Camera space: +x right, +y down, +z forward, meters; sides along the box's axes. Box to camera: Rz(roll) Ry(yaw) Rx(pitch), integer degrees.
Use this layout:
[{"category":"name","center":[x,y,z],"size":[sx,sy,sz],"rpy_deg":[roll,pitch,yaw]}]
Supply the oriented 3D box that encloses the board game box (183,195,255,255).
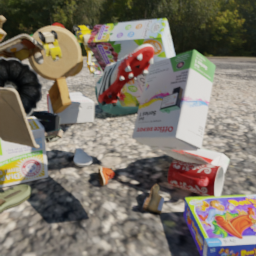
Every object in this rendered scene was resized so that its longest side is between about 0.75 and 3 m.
[{"category":"board game box","center":[2.629,2.154,6.118],"size":[2.451,0.549,1.648],"rpy_deg":[-2,19,-5]}]

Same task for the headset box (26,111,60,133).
[{"category":"headset box","center":[-3.896,-0.262,12.105],"size":[1.498,0.798,1.720],"rpy_deg":[4,7,-33]}]

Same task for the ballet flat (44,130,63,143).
[{"category":"ballet flat","center":[-3.322,0.380,11.477],"size":[1.289,0.433,0.439],"rpy_deg":[-12,-22,-7]}]

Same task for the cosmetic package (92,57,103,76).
[{"category":"cosmetic package","center":[-0.570,-2.773,11.446],"size":[1.383,1.392,1.663],"rpy_deg":[18,15,1]}]

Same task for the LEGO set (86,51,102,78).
[{"category":"LEGO set","center":[-1.202,-2.380,10.017],"size":[0.461,1.237,0.569],"rpy_deg":[-7,-8,-27]}]

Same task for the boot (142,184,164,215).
[{"category":"boot","center":[0.758,1.883,7.343],"size":[0.492,0.379,1.014],"rpy_deg":[19,32,17]}]

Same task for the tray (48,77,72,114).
[{"category":"tray","center":[-2.766,-1.223,11.123],"size":[0.382,1.017,2.061],"rpy_deg":[-14,0,-26]}]

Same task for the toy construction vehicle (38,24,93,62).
[{"category":"toy construction vehicle","center":[-1.790,-2.687,8.875],"size":[1.850,0.748,2.125],"rpy_deg":[-14,32,-20]}]

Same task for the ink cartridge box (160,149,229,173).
[{"category":"ink cartridge box","center":[1.848,0.702,8.641],"size":[1.909,0.594,2.372],"rpy_deg":[15,-11,37]}]

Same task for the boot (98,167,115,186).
[{"category":"boot","center":[-0.642,1.454,8.546],"size":[0.507,0.355,0.946],"rpy_deg":[2,17,-10]}]

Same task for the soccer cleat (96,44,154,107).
[{"category":"soccer cleat","center":[-0.144,-1.153,5.725],"size":[0.594,1.733,0.738],"rpy_deg":[3,55,-39]}]

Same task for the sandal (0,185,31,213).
[{"category":"sandal","center":[-3.430,1.825,6.977],"size":[0.862,0.619,2.170],"rpy_deg":[11,22,29]}]

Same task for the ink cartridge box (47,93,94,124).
[{"category":"ink cartridge box","center":[-3.081,-1.092,14.709],"size":[1.941,1.126,2.630],"rpy_deg":[-4,20,-24]}]

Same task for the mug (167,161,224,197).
[{"category":"mug","center":[1.830,1.314,7.786],"size":[1.376,1.221,0.918],"rpy_deg":[8,62,33]}]

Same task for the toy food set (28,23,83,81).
[{"category":"toy food set","center":[-2.957,-3.032,11.391],"size":[2.227,2.205,0.542],"rpy_deg":[-19,26,-18]}]

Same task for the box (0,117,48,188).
[{"category":"box","center":[-4.073,0.782,8.397],"size":[2.970,1.671,1.505],"rpy_deg":[-10,21,-27]}]

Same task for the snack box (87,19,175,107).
[{"category":"snack box","center":[0.344,-1.608,7.752],"size":[1.950,2.742,0.726],"rpy_deg":[2,60,22]}]

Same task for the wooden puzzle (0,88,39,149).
[{"category":"wooden puzzle","center":[-2.551,-0.236,6.049],"size":[1.312,1.419,0.264],"rpy_deg":[6,33,36]}]

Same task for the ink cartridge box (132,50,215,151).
[{"category":"ink cartridge box","center":[0.951,-0.518,5.983],"size":[0.784,1.866,1.351],"rpy_deg":[24,-16,-35]}]

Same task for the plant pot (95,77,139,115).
[{"category":"plant pot","center":[-0.469,-1.935,15.183],"size":[2.182,2.719,2.719],"rpy_deg":[-20,27,-30]}]

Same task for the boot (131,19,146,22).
[{"category":"boot","center":[0.259,-2.989,9.826],"size":[0.477,1.454,1.198],"rpy_deg":[6,13,-16]}]

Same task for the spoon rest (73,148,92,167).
[{"category":"spoon rest","center":[-1.658,1.003,9.786],"size":[0.632,0.386,1.273],"rpy_deg":[-8,19,-22]}]

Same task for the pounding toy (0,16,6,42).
[{"category":"pounding toy","center":[-4.538,-3.332,9.753],"size":[0.488,1.066,0.936],"rpy_deg":[41,9,-4]}]

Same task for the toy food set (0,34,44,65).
[{"category":"toy food set","center":[-3.798,-2.310,9.527],"size":[2.201,0.665,1.580],"rpy_deg":[-22,-2,8]}]

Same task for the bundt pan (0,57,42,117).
[{"category":"bundt pan","center":[-3.929,-1.317,9.361],"size":[2.089,2.089,0.784],"rpy_deg":[-5,18,-14]}]
